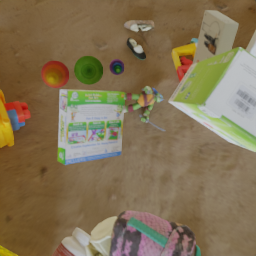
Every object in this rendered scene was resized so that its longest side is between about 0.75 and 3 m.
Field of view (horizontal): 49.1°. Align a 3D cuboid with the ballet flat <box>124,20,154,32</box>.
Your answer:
[{"bbox_3d":[0.432,-3.798,10.463,1.153,0.392,0.388,-7,66,-3],"label":"ballet flat"}]

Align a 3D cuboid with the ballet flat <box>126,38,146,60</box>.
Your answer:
[{"bbox_3d":[0.267,-2.836,9.929,0.346,0.348,1.017,-32,66,-18],"label":"ballet flat"}]

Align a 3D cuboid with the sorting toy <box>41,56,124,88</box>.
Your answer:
[{"bbox_3d":[-1.029,-1.233,6.328,1.938,0.672,0.667,-8,22,-3],"label":"sorting toy"}]

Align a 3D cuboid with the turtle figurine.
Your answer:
[{"bbox_3d":[0.386,-0.704,8.349,1.389,1.031,1.433,-6,57,1],"label":"turtle figurine"}]

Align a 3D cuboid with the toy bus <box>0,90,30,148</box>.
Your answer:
[{"bbox_3d":[-4.019,-0.417,8.042,2.111,1.492,2.199,-20,59,-26],"label":"toy bus"}]

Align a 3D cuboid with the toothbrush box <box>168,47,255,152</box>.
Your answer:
[{"bbox_3d":[1.976,-0.413,5.254,1.787,2.455,1.057,32,95,-7],"label":"toothbrush box"}]

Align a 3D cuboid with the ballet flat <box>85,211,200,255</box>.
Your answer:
[{"bbox_3d":[-0.061,1.707,3.697,1.048,2.946,1.018,37,56,12],"label":"ballet flat"}]

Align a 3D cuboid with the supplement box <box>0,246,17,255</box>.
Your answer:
[{"bbox_3d":[-3.307,3.146,5.919,2.619,1.434,1.425,22,63,11],"label":"supplement box"}]

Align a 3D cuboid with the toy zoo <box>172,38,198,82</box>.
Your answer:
[{"bbox_3d":[2.520,-2.028,9.516,1.726,0.269,2.630,-8,61,-4],"label":"toy zoo"}]

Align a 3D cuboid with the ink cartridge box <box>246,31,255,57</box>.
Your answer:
[{"bbox_3d":[5.025,-1.913,8.412,2.879,2.101,1.210,21,61,11],"label":"ink cartridge box"}]

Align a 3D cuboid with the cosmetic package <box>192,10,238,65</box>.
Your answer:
[{"bbox_3d":[2.099,-2.013,6.939,0.378,1.463,1.103,-1,36,-10],"label":"cosmetic package"}]

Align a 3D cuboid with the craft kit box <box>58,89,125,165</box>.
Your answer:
[{"bbox_3d":[-0.697,-0.057,5.522,1.382,1.365,0.335,-4,15,-43],"label":"craft kit box"}]

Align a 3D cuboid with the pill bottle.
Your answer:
[{"bbox_3d":[-0.996,2.212,4.670,0.556,0.556,0.991,31,74,16],"label":"pill bottle"}]
